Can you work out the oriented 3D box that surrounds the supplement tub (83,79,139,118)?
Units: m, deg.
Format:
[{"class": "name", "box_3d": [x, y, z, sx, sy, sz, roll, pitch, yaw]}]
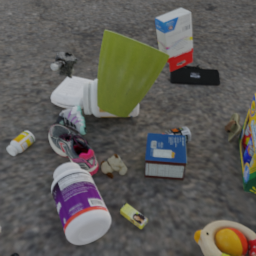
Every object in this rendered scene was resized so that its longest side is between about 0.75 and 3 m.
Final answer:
[{"class": "supplement tub", "box_3d": [-0.758, -1.368, 12.856, 2.441, 1.766, 1.766, -1, 41, -2]}]

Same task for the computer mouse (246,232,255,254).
[{"class": "computer mouse", "box_3d": [3.806, 3.427, 8.538, 1.051, 0.277, 0.728, -5, 41, -6]}]

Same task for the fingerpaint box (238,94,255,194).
[{"class": "fingerpaint box", "box_3d": [4.895, 0.558, 10.194, 1.057, 2.403, 2.881, 9, 43, 9]}]

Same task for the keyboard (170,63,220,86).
[{"class": "keyboard", "box_3d": [3.722, -2.914, 15.772, 2.745, 0.544, 1.429, 4, 64, 3]}]

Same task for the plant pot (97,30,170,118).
[{"class": "plant pot", "box_3d": [-0.137, -1.813, 10.175, 2.459, 2.628, 2.459, 21, 14, -5]}]

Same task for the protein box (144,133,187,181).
[{"class": "protein box", "box_3d": [1.414, 1.073, 10.661, 1.480, 0.999, 1.470, 4, 41, 5]}]

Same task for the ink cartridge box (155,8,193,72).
[{"class": "ink cartridge box", "box_3d": [1.878, -3.471, 11.204, 1.236, 2.127, 0.715, -25, 42, -12]}]

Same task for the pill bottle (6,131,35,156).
[{"class": "pill bottle", "box_3d": [-4.401, 0.647, 11.457, 0.601, 0.601, 1.065, 20, 45, 21]}]

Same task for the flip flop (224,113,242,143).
[{"class": "flip flop", "box_3d": [4.457, -0.069, 12.074, 0.554, 0.781, 1.926, 28, 40, -1]}]

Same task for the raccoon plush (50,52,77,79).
[{"class": "raccoon plush", "box_3d": [-2.684, -2.296, 11.020, 0.782, 1.084, 1.617, 32, 38, 13]}]

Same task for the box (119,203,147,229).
[{"class": "box", "box_3d": [0.163, 2.882, 9.191, 0.944, 0.237, 0.355, 28, 48, 29]}]

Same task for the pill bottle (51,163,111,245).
[{"class": "pill bottle", "box_3d": [-1.608, 2.305, 8.959, 1.401, 1.401, 2.492, -18, 44, -19]}]

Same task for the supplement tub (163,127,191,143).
[{"class": "supplement tub", "box_3d": [1.957, 0.398, 11.649, 1.160, 0.711, 0.711, -12, 43, -14]}]

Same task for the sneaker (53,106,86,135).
[{"class": "sneaker", "box_3d": [-2.631, -0.211, 12.402, 1.370, 0.762, 1.959, -12, 33, -12]}]

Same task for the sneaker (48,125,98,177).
[{"class": "sneaker", "box_3d": [-2.155, 0.640, 11.084, 1.194, 1.106, 2.962, -31, 49, -30]}]

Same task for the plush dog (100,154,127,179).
[{"class": "plush dog", "box_3d": [-0.631, 1.425, 10.587, 0.831, 0.777, 0.968, -36, 48, -3]}]

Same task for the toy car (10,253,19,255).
[{"class": "toy car", "box_3d": [-2.534, 4.112, 7.040, 2.950, 1.447, 0.982, 14, 75, 25]}]

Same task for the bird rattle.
[{"class": "bird rattle", "box_3d": [3.160, 3.399, 7.744, 2.802, 1.578, 2.284, -16, 34, -20]}]

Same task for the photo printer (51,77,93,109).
[{"class": "photo printer", "box_3d": [-2.738, -1.720, 14.055, 1.715, 0.716, 2.062, 13, 44, 13]}]
